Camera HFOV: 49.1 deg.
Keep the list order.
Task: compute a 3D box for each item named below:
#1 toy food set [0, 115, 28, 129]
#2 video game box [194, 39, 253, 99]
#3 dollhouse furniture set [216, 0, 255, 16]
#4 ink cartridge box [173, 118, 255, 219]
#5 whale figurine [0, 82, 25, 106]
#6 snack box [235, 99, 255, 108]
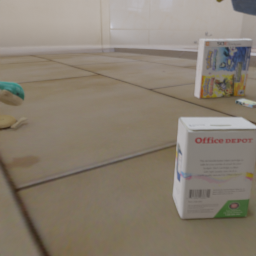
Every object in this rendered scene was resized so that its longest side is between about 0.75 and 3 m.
[{"bbox_3d":[-4.545,-0.184,10.201,1.465,0.294,1.011,10,29,11],"label":"toy food set"},{"bbox_3d":[4.655,-2.921,13.788,2.563,2.814,0.659,-4,21,-10],"label":"video game box"},{"bbox_3d":[2.937,-2.429,6.492,1.864,1.216,1.760,25,4,25],"label":"dollhouse furniture set"},{"bbox_3d":[1.625,0.748,5.391,1.324,1.822,0.797,-1,21,-3],"label":"ink cartridge box"},{"bbox_3d":[-3.035,-0.939,6.811,1.059,0.550,0.843,30,-19,-36],"label":"whale figurine"},{"bbox_3d":[5.427,-1.122,12.762,0.507,0.162,0.872,-12,24,-29],"label":"snack box"}]
